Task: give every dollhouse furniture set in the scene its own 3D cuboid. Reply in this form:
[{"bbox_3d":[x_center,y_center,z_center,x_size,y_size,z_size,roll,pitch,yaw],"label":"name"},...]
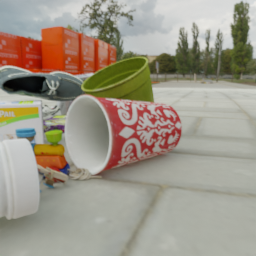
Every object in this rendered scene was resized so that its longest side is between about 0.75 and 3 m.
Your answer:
[{"bbox_3d":[-1.516,1.028,5.068,0.795,0.560,0.557,30,-11,-40],"label":"dollhouse furniture set"}]

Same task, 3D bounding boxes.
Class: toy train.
[{"bbox_3d":[-1.474,0.525,5.867,1.827,1.057,0.773,0,11,2],"label":"toy train"}]

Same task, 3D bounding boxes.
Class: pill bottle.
[{"bbox_3d":[-2.433,0.820,3.551,2.324,1.322,1.322,-7,13,-31],"label":"pill bottle"}]

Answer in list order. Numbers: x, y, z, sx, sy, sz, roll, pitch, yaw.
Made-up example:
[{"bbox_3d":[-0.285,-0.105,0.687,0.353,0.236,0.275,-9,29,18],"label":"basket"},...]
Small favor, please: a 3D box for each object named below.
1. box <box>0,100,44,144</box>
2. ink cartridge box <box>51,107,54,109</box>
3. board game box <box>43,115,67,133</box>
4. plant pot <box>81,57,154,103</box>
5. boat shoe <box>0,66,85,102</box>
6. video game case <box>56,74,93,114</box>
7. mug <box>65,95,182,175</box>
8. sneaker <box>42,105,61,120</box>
[{"bbox_3d":[-3.898,-0.086,8.316,2.625,1.331,1.477,-3,11,-16],"label":"box"},{"bbox_3d":[-4.016,-0.993,15.847,0.625,0.363,0.866,-3,11,-15],"label":"ink cartridge box"},{"bbox_3d":[-2.664,-0.192,11.663,1.552,0.418,2.586,-4,11,3],"label":"board game box"},{"bbox_3d":[-0.052,-0.844,9.236,2.246,2.163,2.246,-19,27,10],"label":"plant pot"},{"bbox_3d":[-2.600,-1.240,8.726,2.785,1.014,0.861,7,25,-27],"label":"boat shoe"},{"bbox_3d":[-2.886,-1.820,15.162,0.272,2.296,2.090,40,35,22],"label":"video game case"},{"bbox_3d":[-0.169,-0.021,7.014,2.555,1.704,2.268,-5,23,-43],"label":"mug"},{"bbox_3d":[-4.090,-0.724,13.360,1.748,0.766,0.661,-8,15,-30],"label":"sneaker"}]
